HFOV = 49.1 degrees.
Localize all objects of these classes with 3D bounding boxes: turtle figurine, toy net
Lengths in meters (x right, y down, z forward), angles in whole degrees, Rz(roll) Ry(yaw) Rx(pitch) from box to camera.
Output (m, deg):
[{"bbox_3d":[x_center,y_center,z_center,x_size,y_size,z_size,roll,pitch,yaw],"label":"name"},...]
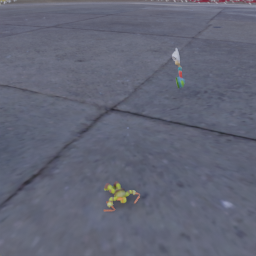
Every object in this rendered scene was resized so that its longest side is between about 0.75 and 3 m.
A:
[{"bbox_3d":[-0.213,1.253,5.290,0.763,0.246,0.615,-21,31,-24],"label":"turtle figurine"},{"bbox_3d":[1.692,-2.048,9.642,0.261,1.349,0.708,-11,6,19],"label":"toy net"}]
